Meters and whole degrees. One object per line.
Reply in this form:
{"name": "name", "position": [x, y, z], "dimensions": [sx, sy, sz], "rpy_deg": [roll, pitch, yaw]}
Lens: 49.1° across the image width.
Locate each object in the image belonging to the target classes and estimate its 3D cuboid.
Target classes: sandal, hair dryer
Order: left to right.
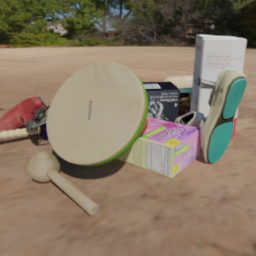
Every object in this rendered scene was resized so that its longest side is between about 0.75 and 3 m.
{"name": "hair dryer", "position": [-2.843, -0.388, 7.840], "dimensions": [2.625, 0.713, 1.999], "rpy_deg": [-22, 17, 23]}
{"name": "sandal", "position": [1.990, -1.011, 10.568], "dimensions": [2.543, 0.694, 1.039], "rpy_deg": [7, 21, -17]}

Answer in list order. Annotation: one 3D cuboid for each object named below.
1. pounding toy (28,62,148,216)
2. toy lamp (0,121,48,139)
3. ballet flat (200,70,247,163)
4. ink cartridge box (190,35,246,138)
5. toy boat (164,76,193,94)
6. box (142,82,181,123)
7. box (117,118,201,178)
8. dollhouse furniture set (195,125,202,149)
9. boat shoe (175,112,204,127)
{"name": "pounding toy", "position": [-0.588, 0.158, 5.975], "dimensions": [2.208, 2.860, 1.327], "rpy_deg": [21, -11, 31]}
{"name": "toy lamp", "position": [-2.934, 0.136, 7.844], "dimensions": [1.919, 0.559, 0.559], "rpy_deg": [-11, 23, -32]}
{"name": "ballet flat", "position": [2.056, -0.263, 6.397], "dimensions": [0.783, 2.253, 0.783], "rpy_deg": [8, 28, -5]}
{"name": "ink cartridge box", "position": [2.654, -1.367, 8.652], "dimensions": [1.186, 2.844, 2.065], "rpy_deg": [3, 20, 7]}
{"name": "toy boat", "position": [2.720, -1.728, 12.552], "dimensions": [2.073, 1.146, 2.466], "rpy_deg": [-11, 14, -38]}
{"name": "box", "position": [0.661, -0.537, 8.320], "dimensions": [1.488, 1.463, 0.923], "rpy_deg": [-4, 27, -10]}
{"name": "box", "position": [0.757, 0.393, 6.854], "dimensions": [1.581, 0.764, 1.390], "rpy_deg": [16, 25, 35]}
{"name": "dollhouse furniture set", "position": [1.594, 0.092, 7.918], "dimensions": [1.085, 0.621, 1.272], "rpy_deg": [-16, 26, -39]}
{"name": "boat shoe", "position": [1.455, -0.106, 7.514], "dimensions": [0.399, 0.437, 1.215], "rpy_deg": [17, -28, -33]}
